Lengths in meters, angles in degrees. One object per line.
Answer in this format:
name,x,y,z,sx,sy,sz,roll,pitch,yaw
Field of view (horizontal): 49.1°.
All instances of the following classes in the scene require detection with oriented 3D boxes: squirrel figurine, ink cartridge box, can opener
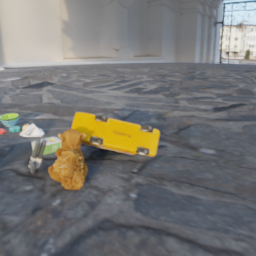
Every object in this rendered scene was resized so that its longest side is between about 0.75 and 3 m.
squirrel figurine,-1.468,0.791,7.312,1.057,1.394,1.493,5,20,-19
ink cartridge box,-2.674,0.598,9.789,1.197,0.355,0.621,-13,22,-35
can opener,-2.369,0.774,7.328,0.287,1.078,0.360,8,40,-27

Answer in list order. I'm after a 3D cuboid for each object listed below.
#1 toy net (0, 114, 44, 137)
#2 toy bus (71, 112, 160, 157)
toy net,-4.610,-0.054,11.578,2.604,0.503,1.366,12,21,32
toy bus,-0.422,0.249,8.545,2.603,0.847,1.019,13,-15,-5
